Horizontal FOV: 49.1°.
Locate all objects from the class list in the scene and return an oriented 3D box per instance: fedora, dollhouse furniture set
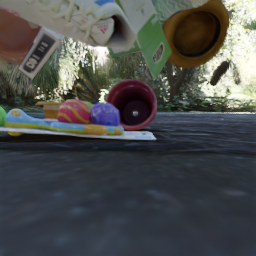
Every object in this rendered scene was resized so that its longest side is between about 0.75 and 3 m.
[{"bbox_3d":[2.262,-3.488,10.104,2.724,2.724,1.111,-2,33,-23],"label":"fedora"},{"bbox_3d":[-2.339,-0.546,9.923,1.835,0.748,1.835,2,3,0],"label":"fedora"},{"bbox_3d":[-1.297,-2.687,4.613,1.060,2.394,1.241,-10,23,43],"label":"dollhouse furniture set"}]

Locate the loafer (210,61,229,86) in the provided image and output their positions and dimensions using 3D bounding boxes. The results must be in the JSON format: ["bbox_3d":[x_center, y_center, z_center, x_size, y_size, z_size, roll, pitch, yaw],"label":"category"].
[{"bbox_3d":[3.127,-1.891,9.732,0.375,0.991,0.338,36,3,-5],"label":"loafer"}]

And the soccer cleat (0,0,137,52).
[{"bbox_3d":[-0.725,-1.556,3.649,2.221,0.776,0.959,-1,44,-48],"label":"soccer cleat"}]

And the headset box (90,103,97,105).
[{"bbox_3d":[-2.433,-0.722,12.177,2.076,0.802,1.545,1,4,29],"label":"headset box"}]

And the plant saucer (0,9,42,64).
[{"bbox_3d":[-3.488,-3.219,8.570,0.459,2.454,2.454,12,10,37],"label":"plant saucer"}]

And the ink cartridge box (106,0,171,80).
[{"bbox_3d":[-0.051,-2.483,6.129,0.816,2.751,1.428,-9,34,32],"label":"ink cartridge box"}]

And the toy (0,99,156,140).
[{"bbox_3d":[-0.961,-0.172,4.956,2.778,0.656,1.599,0,4,0],"label":"toy"}]

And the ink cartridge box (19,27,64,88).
[{"bbox_3d":[-2.208,-2.860,8.301,0.611,2.788,2.814,33,-35,-22],"label":"ink cartridge box"}]

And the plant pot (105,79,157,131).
[{"bbox_3d":[0.137,-0.452,6.677,1.155,1.155,1.034,1,-11,10],"label":"plant pot"}]

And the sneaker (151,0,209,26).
[{"bbox_3d":[1.141,-3.489,7.237,2.855,0.992,1.420,-23,34,34],"label":"sneaker"}]
